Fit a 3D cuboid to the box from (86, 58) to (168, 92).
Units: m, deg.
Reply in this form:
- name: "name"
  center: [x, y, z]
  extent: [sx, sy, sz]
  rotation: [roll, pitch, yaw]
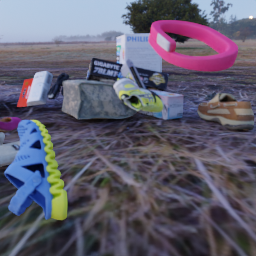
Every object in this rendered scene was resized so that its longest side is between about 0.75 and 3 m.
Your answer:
- name: "box"
  center: [-0.201, -1.922, 11.280]
  extent: [2.862, 0.716, 2.883]
  rotation: [9, -1, -11]

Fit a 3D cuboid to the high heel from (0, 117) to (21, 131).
- name: "high heel"
  center: [-3.454, -0.273, 7.358]
  extent: [0.553, 0.788, 1.643]
  rotation: [7, 17, 25]

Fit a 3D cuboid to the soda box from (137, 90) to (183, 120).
- name: "soda box"
  center: [0.836, -0.863, 9.556]
  extent: [0.710, 0.763, 2.232]
  rotation: [-9, 17, -33]

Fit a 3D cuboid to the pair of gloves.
- name: "pair of gloves"
  center: [-3.265, 0.449, 5.445]
  extent: [2.424, 0.425, 2.061]
  rotation: [18, 19, 42]

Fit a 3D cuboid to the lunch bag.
- name: "lunch bag"
  center: [-0.869, -0.930, 9.016]
  extent: [2.111, 1.241, 1.731]
  rotation: [-1, 11, -28]

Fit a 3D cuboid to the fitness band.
- name: "fitness band"
  center: [1.653, -2.239, 7.407]
  extent: [1.962, 0.511, 2.733]
  rotation: [-3, 37, -15]

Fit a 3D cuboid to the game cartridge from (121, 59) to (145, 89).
- name: "game cartridge"
  center: [0.181, -1.435, 8.976]
  extent: [0.275, 1.357, 0.905]
  rotation: [-25, -2, -11]

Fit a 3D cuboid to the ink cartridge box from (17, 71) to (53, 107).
- name: "ink cartridge box"
  center: [-3.629, -1.454, 10.566]
  extent: [1.519, 1.216, 0.359]
  rotation: [-3, -21, 28]

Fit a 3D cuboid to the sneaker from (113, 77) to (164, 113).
- name: "sneaker"
  center: [0.315, -0.688, 7.468]
  extent: [1.765, 0.674, 0.665]
  rotation: [20, -45, -40]

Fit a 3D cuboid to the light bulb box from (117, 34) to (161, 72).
- name: "light bulb box"
  center: [0.467, -3.167, 14.054]
  extent: [1.783, 2.858, 2.833]
  rotation: [-3, 15, -10]

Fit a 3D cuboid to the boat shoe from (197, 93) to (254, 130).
- name: "boat shoe"
  center: [2.871, -0.586, 8.247]
  extent: [0.896, 0.875, 2.369]
  rotation: [-2, 14, -16]

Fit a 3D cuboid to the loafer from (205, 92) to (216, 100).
- name: "loafer"
  center: [3.747, -1.449, 12.683]
  extent: [0.303, 0.265, 0.843]
  rotation: [14, 20, 41]

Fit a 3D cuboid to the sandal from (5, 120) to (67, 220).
- name: "sandal"
  center: [-1.221, 0.494, 3.492]
  extent: [0.633, 0.578, 1.453]
  rotation: [-9, 54, -26]

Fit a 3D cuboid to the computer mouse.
- name: "computer mouse"
  center: [-1.835, -1.237, 9.955]
  extent: [1.824, 0.481, 1.263]
  rotation: [27, 60, -3]
